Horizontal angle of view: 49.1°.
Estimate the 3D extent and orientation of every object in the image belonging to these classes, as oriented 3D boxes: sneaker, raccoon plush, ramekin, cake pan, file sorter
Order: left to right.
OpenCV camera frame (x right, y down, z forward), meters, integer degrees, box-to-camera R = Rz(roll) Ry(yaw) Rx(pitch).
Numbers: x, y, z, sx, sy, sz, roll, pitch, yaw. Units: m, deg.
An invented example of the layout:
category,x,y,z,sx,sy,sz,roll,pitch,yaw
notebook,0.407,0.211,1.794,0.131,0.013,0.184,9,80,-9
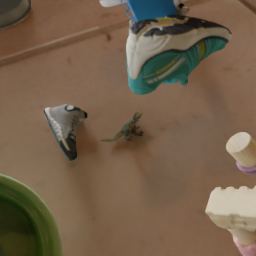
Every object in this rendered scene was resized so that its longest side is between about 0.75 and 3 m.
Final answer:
category,x,y,z,sx,sy,sz,roll,pitch,yaw
ramekin,-2.462,2.081,4.381,2.668,1.303,2.668,6,72,-19
cake pan,-4.533,-4.224,9.593,2.301,0.422,2.301,0,56,0
sneaker,-1.332,-0.034,6.721,0.937,0.609,1.623,-24,59,-17
file sorter,0.270,-2.500,5.263,0.802,1.156,0.709,-37,50,0
raccoon plush,1.030,-3.728,9.067,1.809,0.875,1.212,12,49,8
sneaker,0.905,-1.384,5.061,1.105,1.136,2.852,29,37,31

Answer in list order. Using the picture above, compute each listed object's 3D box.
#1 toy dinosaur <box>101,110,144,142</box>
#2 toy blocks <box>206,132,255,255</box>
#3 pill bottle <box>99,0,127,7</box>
category,x,y,z,sx,sy,sz,roll,pitch,yaw
toy dinosaur,0.006,0.082,6.824,1.271,0.302,0.560,-39,50,-22
toy blocks,1.581,0.854,2.017,1.453,1.613,1.726,42,57,-21
pill bottle,-0.309,-4.349,6.303,1.540,2.746,1.540,-14,27,8
